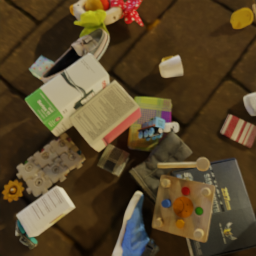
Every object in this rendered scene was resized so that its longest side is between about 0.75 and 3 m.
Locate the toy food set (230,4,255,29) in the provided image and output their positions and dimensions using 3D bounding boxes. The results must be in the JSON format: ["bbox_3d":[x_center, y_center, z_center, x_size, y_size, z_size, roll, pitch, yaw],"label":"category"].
[{"bbox_3d":[4.670,-4.478,11.460,1.199,0.392,0.706,-24,99,-5],"label":"toy food set"}]

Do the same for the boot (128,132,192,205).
[{"bbox_3d":[1.312,1.448,9.430,2.103,0.763,1.912,-37,86,-13],"label":"boot"}]

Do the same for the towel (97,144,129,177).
[{"bbox_3d":[-0.502,1.122,9.857,0.887,0.159,0.921,25,73,11],"label":"towel"}]

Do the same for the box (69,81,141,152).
[{"bbox_3d":[-0.741,-0.365,9.655,2.061,1.123,1.318,-40,75,-4],"label":"box"}]

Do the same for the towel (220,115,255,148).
[{"bbox_3d":[4.043,0.111,10.186,1.173,0.133,0.845,27,77,9],"label":"towel"}]

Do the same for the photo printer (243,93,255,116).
[{"bbox_3d":[4.827,-0.914,10.368,1.004,0.348,0.835,-17,75,-4],"label":"photo printer"}]

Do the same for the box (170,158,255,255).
[{"bbox_3d":[2.783,2.577,9.129,2.214,0.716,2.808,-10,74,-4],"label":"box"}]

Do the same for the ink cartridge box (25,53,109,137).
[{"bbox_3d":[-1.905,-1.059,9.606,2.594,1.902,1.077,-39,78,-10],"label":"ink cartridge box"}]

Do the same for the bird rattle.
[{"bbox_3d":[-0.926,-4.653,10.955,2.995,1.687,2.442,-40,61,-14],"label":"bird rattle"}]

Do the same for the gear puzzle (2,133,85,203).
[{"bbox_3d":[-2.895,1.534,9.516,2.907,0.381,1.506,-38,64,-14],"label":"gear puzzle"}]

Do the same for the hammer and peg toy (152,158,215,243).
[{"bbox_3d":[1.696,2.048,8.558,1.755,0.841,2.386,8,82,21],"label":"hammer and peg toy"}]

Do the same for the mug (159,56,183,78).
[{"bbox_3d":[1.599,-2.285,10.693,0.787,0.959,0.768,-15,106,5],"label":"mug"}]

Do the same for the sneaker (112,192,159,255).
[{"bbox_3d":[0.432,3.300,8.795,1.314,0.907,2.363,16,78,11],"label":"sneaker"}]

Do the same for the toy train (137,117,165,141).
[{"bbox_3d":[0.764,0.046,9.450,0.499,1.150,0.657,19,70,-28],"label":"toy train"}]

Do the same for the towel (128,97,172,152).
[{"bbox_3d":[0.806,-0.111,10.193,1.496,0.237,2.083,6,73,2],"label":"towel"}]

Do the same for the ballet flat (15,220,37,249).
[{"bbox_3d":[-3.400,3.491,9.083,0.398,0.358,1.056,-44,80,5],"label":"ballet flat"}]

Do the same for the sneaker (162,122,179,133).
[{"bbox_3d":[1.347,-0.031,9.896,0.569,0.990,0.372,6,94,41],"label":"sneaker"}]

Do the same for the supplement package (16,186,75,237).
[{"bbox_3d":[-2.614,2.684,9.026,1.501,0.854,0.822,-36,76,-9],"label":"supplement package"}]

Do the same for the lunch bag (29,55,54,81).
[{"bbox_3d":[-3.116,-2.170,10.638,0.932,0.568,0.794,32,75,15],"label":"lunch bag"}]

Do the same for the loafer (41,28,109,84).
[{"bbox_3d":[-1.875,-2.499,10.045,2.924,0.919,1.051,-48,55,1],"label":"loafer"}]
